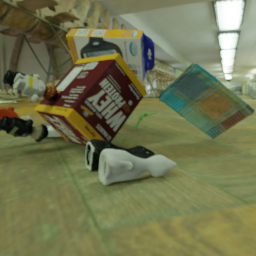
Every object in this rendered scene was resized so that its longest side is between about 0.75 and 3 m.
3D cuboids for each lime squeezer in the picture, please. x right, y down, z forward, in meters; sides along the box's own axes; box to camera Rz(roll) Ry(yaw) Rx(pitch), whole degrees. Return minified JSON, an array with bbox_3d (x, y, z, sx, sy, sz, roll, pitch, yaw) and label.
[{"bbox_3d":[0.772,-0.474,13.155,1.182,0.417,0.223,-36,32,3],"label":"lime squeezer"}]

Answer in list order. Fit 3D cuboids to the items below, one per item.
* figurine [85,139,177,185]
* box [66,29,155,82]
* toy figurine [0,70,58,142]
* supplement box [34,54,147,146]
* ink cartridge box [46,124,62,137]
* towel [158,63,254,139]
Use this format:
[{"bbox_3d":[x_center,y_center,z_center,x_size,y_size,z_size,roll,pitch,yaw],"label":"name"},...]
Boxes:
[{"bbox_3d":[0.053,0.733,6.449,1.686,0.744,1.728,1,8,-24],"label":"figurine"},{"bbox_3d":[-0.563,-2.567,10.022,2.990,1.780,0.620,7,48,14],"label":"box"},{"bbox_3d":[-3.185,-0.697,8.742,1.423,2.013,2.045,20,-1,-39],"label":"toy figurine"},{"bbox_3d":[-1.249,-0.864,9.159,2.464,2.498,1.659,10,-32,50],"label":"supplement box"},{"bbox_3d":[-2.694,-0.044,11.202,1.516,0.328,1.488,0,20,2],"label":"ink cartridge box"},{"bbox_3d":[2.574,-0.802,9.467,1.938,2.643,0.287,-44,16,44],"label":"towel"}]
